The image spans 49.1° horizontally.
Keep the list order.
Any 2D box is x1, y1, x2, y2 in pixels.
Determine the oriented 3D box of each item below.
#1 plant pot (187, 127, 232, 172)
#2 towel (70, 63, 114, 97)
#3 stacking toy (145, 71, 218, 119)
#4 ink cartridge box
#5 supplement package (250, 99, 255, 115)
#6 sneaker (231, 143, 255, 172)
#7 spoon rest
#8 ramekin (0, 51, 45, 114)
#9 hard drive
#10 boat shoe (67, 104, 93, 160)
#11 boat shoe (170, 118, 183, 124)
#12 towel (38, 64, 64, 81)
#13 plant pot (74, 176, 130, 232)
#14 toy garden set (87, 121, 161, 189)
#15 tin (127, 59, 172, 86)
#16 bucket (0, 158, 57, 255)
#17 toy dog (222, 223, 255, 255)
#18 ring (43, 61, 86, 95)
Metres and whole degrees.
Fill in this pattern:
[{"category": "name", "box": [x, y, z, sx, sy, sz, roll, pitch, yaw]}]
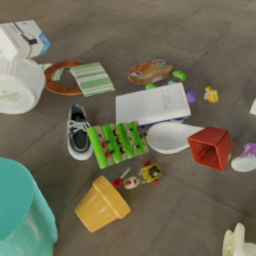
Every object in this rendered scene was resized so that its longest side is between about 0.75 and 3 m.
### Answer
[{"category": "plant pot", "box": [2.424, 0.507, 8.031, 0.856, 0.971, 0.972, -40, 34, -25]}, {"category": "towel", "box": [-1.646, -2.232, 12.717, 1.511, 0.232, 1.981, -16, 52, -21]}, {"category": "stacking toy", "box": [2.229, -1.498, 11.940, 1.916, 0.597, 2.542, -27, 48, -28]}, {"category": "ink cartridge box", "box": [-3.767, -3.110, 9.961, 1.128, 0.651, 1.555, 54, 40, -1]}, {"category": "supplement package", "box": [5.542, -0.807, 11.084, 1.104, 0.648, 0.646, 24, 48, 23]}, {"category": "sneaker", "box": [3.965, 0.941, 9.373, 1.562, 0.566, 0.891, -7, 38, -19]}, {"category": "spoon rest", "box": [2.085, 0.391, 9.658, 2.914, 0.883, 1.448, 7, 44, 7]}, {"category": "ramekin", "box": [-4.514, -1.577, 10.644, 2.570, 2.570, 1.197, -3, 56, -3]}, {"category": "hard drive", "box": [0.881, -0.862, 10.895, 2.723, 0.345, 1.797, -11, 43, 8]}, {"category": "boat shoe", "box": [-1.747, 0.049, 10.042, 0.895, 0.828, 2.424, -5, 43, -5]}, {"category": "boat shoe", "box": [1.696, -0.621, 11.050, 0.433, 0.426, 1.201, -27, 50, -26]}, {"category": "towel", "box": [-4.064, -2.674, 13.392, 1.829, 0.214, 1.395, 1, 44, 1]}, {"category": "plant pot", "box": [-0.776, 2.150, 7.640, 1.153, 1.259, 1.259, -38, 54, -15]}, {"category": "toy garden set", "box": [0.095, 0.787, 8.003, 2.456, 0.490, 2.048, -11, 78, -59]}, {"category": "tin", "box": [1.043, -2.619, 13.186, 2.257, 0.472, 1.264, -21, 43, -21]}, {"category": "bucket", "box": [-3.377, 2.329, 6.800, 3.040, 1.978, 3.040, -1, 43, 1]}, {"category": "toy dog", "box": [3.244, 3.260, 6.288, 1.987, 1.387, 1.927, 14, 54, 12]}, {"category": "ring", "box": [-2.685, -2.403, 12.914, 2.580, 0.248, 2.580, 3, 46, -3]}]
